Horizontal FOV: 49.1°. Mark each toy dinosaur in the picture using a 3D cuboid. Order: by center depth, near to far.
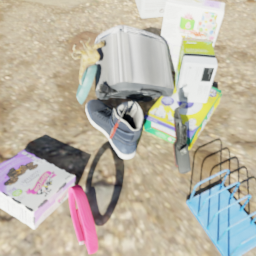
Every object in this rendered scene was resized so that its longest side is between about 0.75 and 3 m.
[{"bbox_3d":[-1.133,-1.878,7.375,0.700,0.403,1.384,30,83,-2],"label":"toy dinosaur"}]

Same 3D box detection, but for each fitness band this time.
[{"bbox_3d":[-1.045,2.046,6.314,0.291,1.117,1.555,-11,57,-22],"label":"fitness band"}]

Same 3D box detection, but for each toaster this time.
[{"bbox_3d":[0.081,-1.828,8.494,2.901,1.648,1.873,-1,84,-43],"label":"toaster"}]

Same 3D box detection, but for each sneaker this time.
[{"bbox_3d":[-0.436,-0.426,8.286,0.903,1.716,2.375,-29,62,-27],"label":"sneaker"}]

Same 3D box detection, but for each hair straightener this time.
[{"bbox_3d":[1.318,0.321,6.599,0.383,1.874,0.721,-7,28,-4],"label":"hair straightener"}]

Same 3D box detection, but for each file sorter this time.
[{"bbox_3d":[2.433,2.051,6.776,1.179,1.042,1.699,-21,52,-17],"label":"file sorter"}]

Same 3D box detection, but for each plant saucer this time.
[{"bbox_3d":[-1.195,-1.235,7.791,0.213,1.183,1.183,20,46,-18],"label":"plant saucer"}]

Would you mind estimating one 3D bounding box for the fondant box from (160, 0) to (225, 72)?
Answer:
[{"bbox_3d":[2.035,-3.063,9.578,1.802,2.498,0.728,15,50,9],"label":"fondant box"}]

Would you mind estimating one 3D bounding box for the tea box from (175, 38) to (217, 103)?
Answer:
[{"bbox_3d":[2.106,-1.830,8.942,0.984,1.473,1.449,5,46,2],"label":"tea box"}]

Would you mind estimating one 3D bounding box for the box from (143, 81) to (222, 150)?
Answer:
[{"bbox_3d":[1.953,-0.712,9.435,1.697,0.699,2.892,24,52,23],"label":"box"}]

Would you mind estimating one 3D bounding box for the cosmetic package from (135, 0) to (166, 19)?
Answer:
[{"bbox_3d":[1.582,-7.346,14.232,2.305,2.291,2.754,-5,50,-5],"label":"cosmetic package"}]

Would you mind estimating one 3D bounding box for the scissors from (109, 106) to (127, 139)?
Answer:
[{"bbox_3d":[-0.212,-0.093,5.831,0.056,0.806,0.295,27,36,-9],"label":"scissors"}]

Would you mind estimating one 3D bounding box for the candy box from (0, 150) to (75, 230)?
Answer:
[{"bbox_3d":[-2.553,1.488,7.221,1.825,0.653,1.531,22,33,19],"label":"candy box"}]
